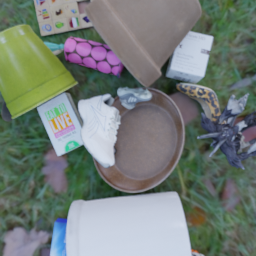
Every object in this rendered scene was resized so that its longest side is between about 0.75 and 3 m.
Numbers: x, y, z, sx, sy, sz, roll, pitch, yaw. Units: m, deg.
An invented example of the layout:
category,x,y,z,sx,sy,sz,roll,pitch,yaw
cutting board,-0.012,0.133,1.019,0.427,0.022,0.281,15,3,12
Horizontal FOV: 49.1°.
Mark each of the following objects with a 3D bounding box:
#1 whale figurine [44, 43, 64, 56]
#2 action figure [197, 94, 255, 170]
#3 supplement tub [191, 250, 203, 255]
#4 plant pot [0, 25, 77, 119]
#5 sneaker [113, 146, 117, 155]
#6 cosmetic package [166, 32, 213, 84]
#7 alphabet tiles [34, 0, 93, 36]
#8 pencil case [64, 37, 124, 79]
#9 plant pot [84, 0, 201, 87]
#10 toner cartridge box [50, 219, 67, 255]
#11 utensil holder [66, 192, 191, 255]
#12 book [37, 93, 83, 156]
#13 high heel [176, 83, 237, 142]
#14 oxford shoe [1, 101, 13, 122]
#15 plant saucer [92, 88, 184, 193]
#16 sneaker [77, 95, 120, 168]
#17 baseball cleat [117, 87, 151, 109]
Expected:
category,x,y,z,sx,sy,sz,roll,pitch,yaw
whale figurine,-2.225,-2.290,8.088,0.839,0.667,0.435,-13,118,14
action figure,2.940,0.005,7.075,1.692,2.846,1.452,54,127,25
supplement tub,1.960,4.033,7.338,0.973,1.588,0.973,-6,108,-18
plant pot,-2.632,-1.534,7.277,1.956,1.956,1.884,-28,104,-1
sneaker,-0.551,0.564,8.034,0.460,0.333,0.942,21,54,-31
cosmetic package,1.720,-2.006,8.025,0.962,0.963,1.167,14,87,1
alphabet tiles,-1.851,-4.196,8.506,2.102,0.095,2.515,-12,88,-2
pencil case,-0.960,-2.032,8.132,1.738,0.814,0.789,19,58,2
plant pot,0.552,-2.642,7.016,2.212,2.536,2.536,-37,88,12
toner cartridge box,-1.804,3.532,8.066,0.790,0.359,1.663,7,87,0
utensil holder,0.047,2.865,7.093,2.701,2.295,2.295,-7,87,1
book,-1.902,-0.097,8.220,1.043,0.375,1.562,-26,86,9
high heel,2.130,-0.416,8.135,1.992,0.711,1.420,22,96,4
oxford shoe,-3.372,-0.778,8.173,0.466,0.466,1.308,21,69,-30
plant saucer,0.261,0.321,7.624,2.841,0.520,2.841,-9,72,30
sneaker,-0.654,-0.045,7.043,0.986,0.843,2.264,-25,53,9
baseball cleat,0.204,-0.782,7.604,0.405,1.163,0.619,-35,127,-31
